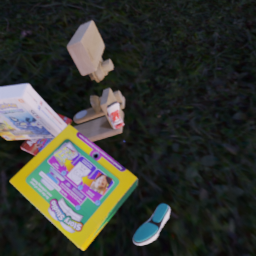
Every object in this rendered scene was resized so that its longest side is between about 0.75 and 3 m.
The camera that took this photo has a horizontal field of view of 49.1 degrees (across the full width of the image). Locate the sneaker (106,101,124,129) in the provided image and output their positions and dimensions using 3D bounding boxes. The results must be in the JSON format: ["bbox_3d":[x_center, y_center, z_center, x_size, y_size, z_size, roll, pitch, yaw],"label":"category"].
[{"bbox_3d":[-0.273,-0.264,6.487,0.303,0.908,0.487,-26,79,-12],"label":"sneaker"}]

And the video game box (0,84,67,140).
[{"bbox_3d":[-3.248,-0.353,8.135,2.252,2.052,0.527,-4,55,21],"label":"video game box"}]

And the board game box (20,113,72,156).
[{"bbox_3d":[-2.692,0.199,9.299,0.860,0.162,1.671,22,57,16],"label":"board game box"}]

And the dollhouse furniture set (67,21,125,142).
[{"bbox_3d":[-1.622,-1.280,8.548,2.162,2.654,2.524,-18,32,15],"label":"dollhouse furniture set"}]

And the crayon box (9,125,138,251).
[{"bbox_3d":[-1.187,1.262,6.332,2.148,0.626,1.853,36,70,18],"label":"crayon box"}]

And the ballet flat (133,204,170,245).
[{"bbox_3d":[0.661,2.557,7.148,0.500,0.500,1.439,32,45,21],"label":"ballet flat"}]
